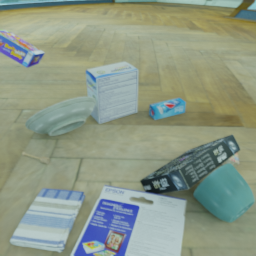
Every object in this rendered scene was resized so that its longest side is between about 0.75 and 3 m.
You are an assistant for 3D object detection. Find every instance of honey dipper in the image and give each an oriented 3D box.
[{"bbox_3d":[-3.429,1.090,10.273,1.232,0.234,0.234,11,34,22],"label":"honey dipper"}]

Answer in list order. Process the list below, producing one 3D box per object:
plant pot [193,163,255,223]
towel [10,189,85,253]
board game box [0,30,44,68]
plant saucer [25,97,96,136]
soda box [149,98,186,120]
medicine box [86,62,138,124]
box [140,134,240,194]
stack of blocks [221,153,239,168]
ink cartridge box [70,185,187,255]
[{"bbox_3d":[2.802,1.923,7.924,1.462,1.462,1.173,-20,52,-28],"label":"plant pot"},{"bbox_3d":[-2.198,2.537,7.986,1.512,0.245,2.058,3,31,9],"label":"towel"},{"bbox_3d":[-4.276,-3.083,10.813,1.663,0.554,2.473,30,10,-16],"label":"board game box"},{"bbox_3d":[-2.501,-0.298,11.003,2.868,2.868,0.720,-20,82,-28],"label":"plant saucer"},{"bbox_3d":[1.821,-0.888,12.992,1.668,0.566,0.535,-15,36,-22],"label":"soda box"},{"bbox_3d":[-0.693,-1.588,12.543,2.021,2.219,1.142,-18,37,-26],"label":"medicine box"},{"bbox_3d":[1.895,1.159,8.664,2.558,0.557,2.049,-25,-3,-34],"label":"box"},{"bbox_3d":[3.337,0.966,9.986,1.130,0.331,0.650,24,35,-2],"label":"stack of blocks"},{"bbox_3d":[0.149,2.762,7.353,2.532,0.602,2.562,7,32,14],"label":"ink cartridge box"}]
